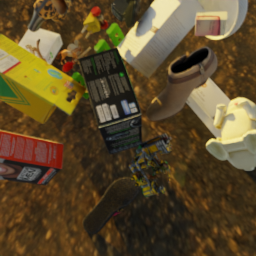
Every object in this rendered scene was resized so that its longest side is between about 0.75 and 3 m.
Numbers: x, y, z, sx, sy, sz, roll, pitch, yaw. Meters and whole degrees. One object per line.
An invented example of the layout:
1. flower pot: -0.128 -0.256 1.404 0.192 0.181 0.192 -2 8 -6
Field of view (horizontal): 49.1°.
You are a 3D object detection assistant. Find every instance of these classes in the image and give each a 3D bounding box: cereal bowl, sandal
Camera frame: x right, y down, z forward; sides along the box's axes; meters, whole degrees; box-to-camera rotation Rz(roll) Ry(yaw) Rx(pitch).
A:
1. cereal bowl: 2.995 -3.883 8.899 0.822 1.973 1.973 -23 66 -22
2. sandal: -0.552 2.569 9.411 2.349 0.529 0.882 -44 66 -3

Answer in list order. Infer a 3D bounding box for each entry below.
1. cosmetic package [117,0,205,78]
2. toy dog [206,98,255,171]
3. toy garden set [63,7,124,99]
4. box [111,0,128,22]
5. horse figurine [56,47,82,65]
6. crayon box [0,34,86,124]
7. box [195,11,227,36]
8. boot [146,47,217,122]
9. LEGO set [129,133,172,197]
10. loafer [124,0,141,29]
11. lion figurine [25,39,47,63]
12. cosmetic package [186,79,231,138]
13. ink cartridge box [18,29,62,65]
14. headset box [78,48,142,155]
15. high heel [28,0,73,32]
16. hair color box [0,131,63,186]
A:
1. cosmetic package: 0.950 -3.066 8.923 2.701 1.000 1.373 -51 40 10
2. toy dog: 2.896 0.010 6.984 1.725 1.241 1.779 41 47 -24
3. toy garden set: -1.265 -2.529 9.385 0.507 2.119 2.542 34 84 29
4. box: -0.122 -4.601 10.474 0.576 0.914 0.930 44 92 -3
5. horse figurine: -1.783 -2.170 8.435 0.779 0.516 0.194 -3 40 -11
6. crayon box: -2.651 -1.230 7.457 2.813 0.715 1.786 32 29 -10
7. box: 2.185 -2.752 7.407 0.782 0.500 0.426 6 53 15
8. boot: 1.527 -1.360 8.696 2.749 2.010 0.966 -39 70 4
9. LEGO set: 0.840 0.951 7.608 1.016 1.754 1.349 -24 95 27
10. loafer: 0.225 -3.819 9.033 0.510 0.513 1.410 15 75 -36
11. lion figurine: -3.020 -1.791 9.179 0.802 1.356 2.214 -5 47 28
12. cosmetic package: 3.485 -0.512 10.668 1.173 0.720 2.843 -31 68 -14
13. ink cartridge box: -4.028 -3.011 11.886 1.420 0.656 2.607 18 67 8
14. headset box: -0.435 -0.624 8.251 1.159 2.499 2.176 -17 67 -4
15. high heel: -2.446 -4.460 9.922 0.877 1.751 2.457 45 58 -16
16. hair color box: -3.224 0.766 7.380 2.677 1.359 0.820 16 52 -28
